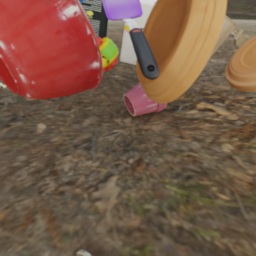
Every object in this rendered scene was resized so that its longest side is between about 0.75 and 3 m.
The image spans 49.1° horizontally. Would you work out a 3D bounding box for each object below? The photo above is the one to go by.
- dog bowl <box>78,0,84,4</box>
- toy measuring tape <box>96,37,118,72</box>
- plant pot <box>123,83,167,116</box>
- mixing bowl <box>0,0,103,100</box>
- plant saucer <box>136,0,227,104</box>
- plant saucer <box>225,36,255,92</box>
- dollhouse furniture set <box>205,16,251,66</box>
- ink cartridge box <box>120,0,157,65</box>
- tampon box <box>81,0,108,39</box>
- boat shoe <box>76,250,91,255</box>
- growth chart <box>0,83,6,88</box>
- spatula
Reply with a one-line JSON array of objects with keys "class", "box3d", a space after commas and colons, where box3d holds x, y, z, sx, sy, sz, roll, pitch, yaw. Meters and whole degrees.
[{"class": "dog bowl", "box3d": [-1.571, -3.503, 6.871, 1.137, 0.282, 0.633, 22, -11, -26]}, {"class": "toy measuring tape", "box3d": [-0.724, -2.093, 7.488, 0.873, 0.873, 2.372, -3, 30, -7]}, {"class": "plant pot", "box3d": [0.518, -0.992, 9.523, 1.137, 1.270, 1.270, -26, 33, -15]}, {"class": "mixing bowl", "box3d": [-1.425, -1.172, 4.074, 1.088, 2.008, 2.008, -38, 41, -23]}, {"class": "plant saucer", "box3d": [0.869, -1.914, 5.816, 0.524, 2.802, 2.802, 15, 21, -20]}, {"class": "plant saucer", "box3d": [2.917, -1.526, 5.747, 1.944, 0.314, 1.944, -32, 28, 19]}, {"class": "dollhouse furniture set", "box3d": [2.597, -2.546, 8.138, 2.755, 1.220, 1.428, -1, 47, -52]}, {"class": "ink cartridge box", "box3d": [0.797, -3.783, 10.694, 1.718, 2.375, 1.749, 14, 41, 4]}, {"class": "tampon box", "box3d": [-1.761, -3.570, 9.629, 1.709, 2.707, 2.029, 3, 15, -23]}, {"class": "boat shoe", "box3d": [-0.494, 2.119, 4.126, 0.852, 0.322, 0.306, 7, 29, 34]}, {"class": "growth chart", "box3d": [-3.857, -1.107, 7.016, 0.912, 0.112, 1.260, 29, 29, 11]}, {"class": "spatula", "box3d": [0.074, -1.845, 5.180, 0.787, 0.286, 2.785, -10, 51, -7]}]
